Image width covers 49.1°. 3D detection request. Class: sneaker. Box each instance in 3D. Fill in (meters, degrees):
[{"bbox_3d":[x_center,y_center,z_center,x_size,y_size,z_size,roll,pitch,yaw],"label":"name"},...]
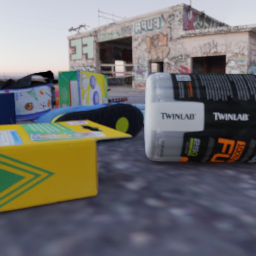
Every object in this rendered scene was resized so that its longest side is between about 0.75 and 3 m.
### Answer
[{"bbox_3d":[-0.851,-0.161,6.718,2.807,0.925,1.101,-8,14,-41],"label":"sneaker"}]

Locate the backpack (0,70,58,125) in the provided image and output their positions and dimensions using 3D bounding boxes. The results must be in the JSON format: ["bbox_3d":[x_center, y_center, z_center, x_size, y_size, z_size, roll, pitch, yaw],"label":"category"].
[{"bbox_3d":[-3.137,-0.703,7.963,2.216,1.707,2.111,-10,6,-4],"label":"backpack"}]

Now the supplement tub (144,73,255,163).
[{"bbox_3d":[1.538,-0.171,4.784,2.475,1.516,1.516,0,8,1],"label":"supplement tub"}]

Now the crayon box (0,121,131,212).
[{"bbox_3d":[-1.575,0.405,3.559,2.797,0.721,1.758,-5,9,-26],"label":"crayon box"}]

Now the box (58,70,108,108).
[{"bbox_3d":[-1.330,-0.963,9.470,0.722,1.752,2.987,0,7,13],"label":"box"}]

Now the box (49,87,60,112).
[{"bbox_3d":[-2.541,-1.370,13.806,2.685,1.338,1.282,0,8,-7],"label":"box"}]

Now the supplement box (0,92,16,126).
[{"bbox_3d":[-3.368,-0.130,5.715,1.738,1.168,1.739,-1,8,-10],"label":"supplement box"}]

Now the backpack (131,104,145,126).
[{"bbox_3d":[0.224,-0.423,9.328,1.239,0.952,1.010,19,8,21],"label":"backpack"}]

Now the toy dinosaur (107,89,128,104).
[{"bbox_3d":[-1.416,-1.137,12.459,2.722,1.390,1.847,-33,-2,-17],"label":"toy dinosaur"}]
